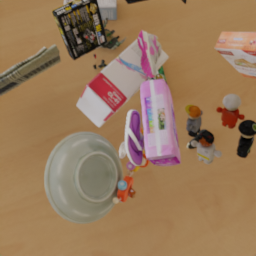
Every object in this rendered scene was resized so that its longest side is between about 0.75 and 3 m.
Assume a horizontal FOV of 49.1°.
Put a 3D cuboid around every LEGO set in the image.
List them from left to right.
[{"bbox_3d":[-1.034,-3.706,12.772,1.670,0.729,2.571,18,77,11],"label":"LEGO set"}]

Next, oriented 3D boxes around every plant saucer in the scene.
[{"bbox_3d":[-1.004,1.368,7.839,2.589,0.650,2.589,8,78,-41],"label":"plant saucer"}]

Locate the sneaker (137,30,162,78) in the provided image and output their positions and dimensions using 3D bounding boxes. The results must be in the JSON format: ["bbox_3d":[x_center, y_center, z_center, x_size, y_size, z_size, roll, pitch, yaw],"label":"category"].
[{"bbox_3d":[0.673,-2.051,7.751,0.598,0.551,1.356,-4,81,-19],"label":"sneaker"}]

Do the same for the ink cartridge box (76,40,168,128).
[{"bbox_3d":[-0.222,-1.450,8.907,1.151,1.984,2.689,46,68,-2],"label":"ink cartridge box"}]

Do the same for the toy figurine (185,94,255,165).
[{"bbox_3d":[2.721,0.006,8.399,1.856,1.311,1.885,-10,47,3],"label":"toy figurine"}]

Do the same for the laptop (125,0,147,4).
[{"bbox_3d":[-0.430,-4.892,9.718,2.039,1.053,1.807,53,42,-3],"label":"laptop"}]

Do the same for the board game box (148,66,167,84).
[{"bbox_3d":[1.054,-2.072,12.057,1.134,0.254,2.165,-8,63,-1],"label":"board game box"}]

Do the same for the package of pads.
[{"bbox_3d":[0.760,-0.078,6.636,0.713,1.135,1.883,-10,69,15],"label":"package of pads"}]

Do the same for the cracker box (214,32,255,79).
[{"bbox_3d":[3.813,-2.142,8.576,1.394,2.081,0.600,27,91,50],"label":"cracker box"}]

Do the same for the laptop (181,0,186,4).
[{"bbox_3d":[1.564,-5.274,10.034,0.709,1.217,1.373,-16,53,-12],"label":"laptop"}]

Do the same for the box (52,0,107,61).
[{"bbox_3d":[-1.380,-2.960,8.337,1.280,1.603,0.395,-33,57,-13],"label":"box"}]

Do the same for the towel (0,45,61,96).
[{"bbox_3d":[-3.483,-1.827,9.091,2.884,2.777,0.498,-32,102,-8],"label":"towel"}]

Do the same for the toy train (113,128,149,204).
[{"bbox_3d":[0.194,1.069,7.738,0.625,2.246,1.687,18,43,14],"label":"toy train"}]

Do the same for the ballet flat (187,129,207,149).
[{"bbox_3d":[2.666,0.450,10.788,1.116,0.371,0.317,-37,27,-18],"label":"ballet flat"}]

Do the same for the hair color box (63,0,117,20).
[{"bbox_3d":[-1.834,-5.995,13.747,2.530,0.767,1.253,-1,63,-2],"label":"hair color box"}]

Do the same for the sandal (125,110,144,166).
[{"bbox_3d":[0.187,0.209,6.437,0.538,0.325,1.322,3,78,-45],"label":"sandal"}]
